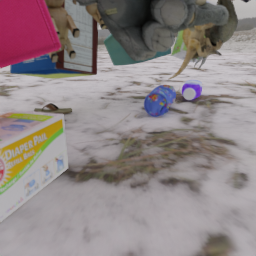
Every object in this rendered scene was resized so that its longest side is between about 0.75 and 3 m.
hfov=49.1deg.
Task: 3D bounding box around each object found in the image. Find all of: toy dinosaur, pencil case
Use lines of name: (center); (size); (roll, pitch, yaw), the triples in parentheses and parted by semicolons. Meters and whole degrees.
toy dinosaur: (1.711, -2.125, 6.962); (0.619, 2.126, 1.075); (-10, 31, -37)
pencil case: (1.128, -0.956, 9.501); (0.859, 0.772, 1.978); (31, 23, 6)
toy dinosaur: (2.849, -3.154, 8.508); (1.094, 1.454, 2.843); (-4, -21, -16)

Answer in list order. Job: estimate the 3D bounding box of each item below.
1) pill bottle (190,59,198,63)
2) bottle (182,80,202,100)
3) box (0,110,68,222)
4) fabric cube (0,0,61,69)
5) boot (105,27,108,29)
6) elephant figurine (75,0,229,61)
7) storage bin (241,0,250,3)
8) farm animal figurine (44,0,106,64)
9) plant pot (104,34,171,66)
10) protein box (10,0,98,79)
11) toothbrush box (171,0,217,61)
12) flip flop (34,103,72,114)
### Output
pill bottle: (2.739, -3.286, 11.608); (0.594, 1.051, 0.594); (6, 5, -1)
bottle: (2.618, -1.564, 11.563); (0.790, 0.617, 1.890); (6, 19, 17)
box: (-2.044, 0.524, 4.449); (1.211, 1.091, 2.153); (6, 19, 20)
fabric cube: (-2.532, -1.739, 3.618); (2.399, 2.361, 2.406); (-24, 19, -13)
boot: (-0.462, -4.019, 8.674); (0.718, 1.495, 2.045); (12, 36, -9)
elephant figurine: (0.572, -2.063, 4.843); (1.525, 1.672, 2.155); (-23, 15, 38)
storage bin: (2.491, -3.267, 6.108); (0.514, 0.741, 1.096); (25, 31, -9)
farm animal figurine: (-1.204, -2.782, 6.318); (2.423, 1.219, 1.957); (-32, -20, 4)
plant pot: (0.307, -3.220, 10.379); (2.158, 1.525, 1.525); (-19, 23, 12)
protein box: (-2.286, -2.814, 8.552); (2.329, 2.346, 1.583); (5, 4, 38)
toothbrush box: (2.402, -3.510, 10.219); (0.816, 1.895, 1.380); (15, 3, -10)
flip flop: (-2.445, -0.634, 9.178); (1.207, 0.348, 0.490); (-3, 18, -8)
